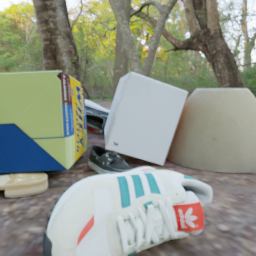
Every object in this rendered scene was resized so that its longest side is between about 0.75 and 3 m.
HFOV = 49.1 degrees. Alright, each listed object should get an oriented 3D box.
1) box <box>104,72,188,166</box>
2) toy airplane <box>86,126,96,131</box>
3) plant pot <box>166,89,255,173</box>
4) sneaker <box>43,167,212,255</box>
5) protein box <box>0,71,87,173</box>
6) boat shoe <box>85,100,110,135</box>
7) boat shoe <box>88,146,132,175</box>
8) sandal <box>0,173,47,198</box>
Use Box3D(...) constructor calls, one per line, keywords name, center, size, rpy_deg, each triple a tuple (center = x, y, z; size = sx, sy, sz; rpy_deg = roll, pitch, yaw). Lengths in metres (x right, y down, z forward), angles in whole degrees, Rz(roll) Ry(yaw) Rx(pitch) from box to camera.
Box3D(name="box", center=(0.276, -0.349, 7.534), size=(1.411, 1.801, 2.896), rpy_deg=(17, 6, -7))
Box3D(name="toy airplane", center=(-1.848, -0.203, 11.371), size=(2.524, 0.464, 2.524), rpy_deg=(19, 2, -1))
Box3D(name="plant pot", center=(2.271, -0.096, 6.980), size=(2.628, 1.765, 2.628), rpy_deg=(-1, 7, 0))
Box3D(name="sneaker", center=(0.199, 0.897, 3.044), size=(1.064, 0.801, 2.275), rpy_deg=(-2, 3, 34))
Box3D(name="protein box", center=(-2.388, -0.132, 6.130), size=(2.619, 1.780, 2.638), rpy_deg=(-3, 4, -1))
Box3D(name="boat shoe", center=(-0.771, -0.124, 9.999), size=(2.584, 0.932, 0.916), rpy_deg=(20, 45, 3))
Box3D(name="boat shoe", center=(-0.403, 0.712, 5.790), size=(0.555, 0.458, 1.616), rpy_deg=(-5, 9, -33))
Box3D(name="sandal", center=(-2.519, 0.718, 4.413), size=(2.387, 0.785, 0.875), rpy_deg=(-3, 8, -23))
